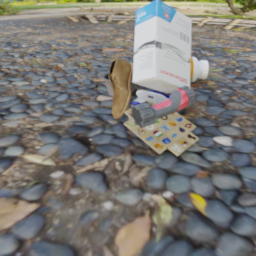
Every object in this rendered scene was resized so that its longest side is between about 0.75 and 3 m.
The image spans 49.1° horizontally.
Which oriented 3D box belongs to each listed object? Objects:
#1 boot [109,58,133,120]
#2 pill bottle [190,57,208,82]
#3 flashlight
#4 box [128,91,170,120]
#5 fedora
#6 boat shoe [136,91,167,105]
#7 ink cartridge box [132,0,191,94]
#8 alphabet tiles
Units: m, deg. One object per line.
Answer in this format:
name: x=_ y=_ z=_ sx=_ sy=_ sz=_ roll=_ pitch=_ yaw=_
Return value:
boot: x=-0.431 y=-1.597 z=11.090 sx=0.978 sy=1.003 sz=2.657 roll=-21 pitch=52 yaw=44
pill bottle: x=3.044 y=-3.175 z=15.287 sx=2.421 sy=1.344 sz=1.344 roll=1 pitch=28 yaw=1
flashlight: x=1.064 y=-0.702 z=8.513 sx=2.197 sy=0.747 sz=0.744 roll=-19 pitch=28 yaw=-31
box: x=1.003 y=-0.766 z=11.349 sx=1.405 sy=0.801 sz=1.528 roll=21 pitch=38 yaw=33
fedora: x=-0.389 y=-2.141 z=13.742 sx=1.973 sy=1.007 sz=2.231 roll=16 pitch=31 yaw=25
boat shoe: x=0.883 y=-1.102 z=10.349 sx=1.244 sy=0.441 sz=0.434 roll=14 pitch=12 yaw=-17
ink cartridge box: x=1.359 y=-2.999 z=10.893 sx=2.129 sy=2.934 sz=1.228 roll=9 pitch=-9 yaw=-43
alphabet tiles: x=1.141 y=-0.076 z=9.770 sx=2.476 sy=0.078 sz=2.060 roll=40 pitch=50 yaw=24
